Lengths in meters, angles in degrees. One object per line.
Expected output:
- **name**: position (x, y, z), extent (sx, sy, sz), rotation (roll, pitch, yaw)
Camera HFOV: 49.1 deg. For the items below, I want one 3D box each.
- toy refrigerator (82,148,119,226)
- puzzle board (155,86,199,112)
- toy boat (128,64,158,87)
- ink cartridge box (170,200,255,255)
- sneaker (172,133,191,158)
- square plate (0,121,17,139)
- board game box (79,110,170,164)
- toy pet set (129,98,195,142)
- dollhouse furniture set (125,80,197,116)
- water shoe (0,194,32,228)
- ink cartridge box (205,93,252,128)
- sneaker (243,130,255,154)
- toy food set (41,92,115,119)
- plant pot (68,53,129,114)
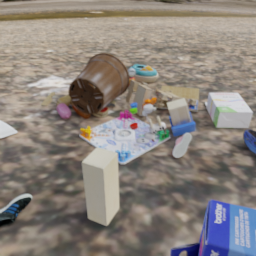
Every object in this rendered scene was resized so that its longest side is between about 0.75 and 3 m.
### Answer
- **toy refrigerator**: position (-0.659, 1.438, 6.817), extent (0.633, 1.810, 0.687), rotation (13, 34, 22)
- **puzzle board**: position (2.374, -1.391, 13.248), extent (1.868, 0.216, 2.479), rotation (7, 31, 11)
- **toy boat**: position (0.622, -2.932, 15.113), extent (1.787, 0.988, 2.126), rotation (18, 35, 27)
- **ink cartridge box**: position (2.202, 2.498, 4.826), extent (2.898, 1.977, 1.106), rotation (10, 29, 17)
- **sneaker**: position (1.782, 0.656, 9.648), extent (0.386, 0.536, 1.025), rotation (38, 66, -4)
- **square plate**: position (-6.188, -0.092, 10.277), extent (2.906, 0.417, 2.933), rotation (23, 28, 29)
- **board game box**: position (-0.128, 0.201, 10.419), extent (2.480, 0.321, 2.480), rotation (-25, 38, -36)
- **toy pet set**: position (1.269, -0.226, 10.482), extent (2.212, 1.258, 2.369), rotation (-15, 24, 9)
- **dollhouse furniture set**: position (1.396, -1.134, 12.496), extent (2.428, 1.186, 2.071), rotation (6, 21, -32)
- **water shoe**: position (-2.884, 2.157, 7.009), extent (1.184, 0.423, 0.467), rotation (-34, 52, -26)
- **ink cartridge box**: position (4.124, -0.878, 11.798), extent (1.332, 0.766, 2.275), rotation (1, 31, 1)
- **sneaker**: position (5.053, 0.562, 9.034), extent (2.642, 1.036, 0.995), rotation (25, 33, 35)
- **toy food set**: position (-2.110, -0.853, 12.171), extent (2.938, 0.463, 1.868), rotation (10, 31, 2)
- **plant pot**: position (-1.275, -1.734, 11.664), extent (2.105, 2.105, 2.084), rotation (11, 38, 18)
